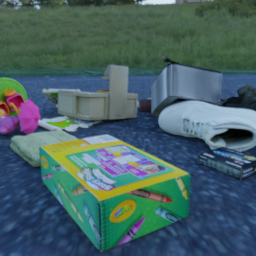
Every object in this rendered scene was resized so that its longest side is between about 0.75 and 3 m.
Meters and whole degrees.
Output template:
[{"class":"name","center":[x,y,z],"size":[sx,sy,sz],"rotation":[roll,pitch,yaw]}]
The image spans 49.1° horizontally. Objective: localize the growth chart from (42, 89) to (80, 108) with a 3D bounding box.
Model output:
[{"class":"growth chart","center":[-2.684,-1.241,11.963],"size":[1.657,0.203,2.289],"rotation":[-3,-12,-2]}]

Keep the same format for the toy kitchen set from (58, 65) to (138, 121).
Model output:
[{"class":"toy kitchen set","center":[-1.117,-1.388,10.643],"size":[2.324,1.896,2.097],"rotation":[-5,12,-43]}]

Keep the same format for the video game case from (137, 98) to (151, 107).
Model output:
[{"class":"video game case","center":[1.588,-1.185,13.573],"size":[1.894,0.238,2.081],"rotation":[11,19,35]}]

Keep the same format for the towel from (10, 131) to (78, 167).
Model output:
[{"class":"towel","center":[-2.036,0.432,7.084],"size":[1.525,0.375,2.056],"rotation":[-11,18,-34]}]

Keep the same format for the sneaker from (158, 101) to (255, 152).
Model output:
[{"class":"sneaker","center":[2.042,-0.059,7.618],"size":[2.934,1.081,1.695],"rotation":[2,17,25]}]

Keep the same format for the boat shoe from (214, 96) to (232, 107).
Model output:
[{"class":"boat shoe","center":[3.659,-0.633,10.006],"size":[1.049,0.945,2.967],"rotation":[-12,19,-37]}]

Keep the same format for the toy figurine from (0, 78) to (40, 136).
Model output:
[{"class":"toy figurine","center":[-3.729,-0.387,8.674],"size":[2.238,1.680,2.060],"rotation":[-36,42,-29]}]

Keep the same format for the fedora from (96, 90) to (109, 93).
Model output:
[{"class":"fedora","center":[-0.819,-1.564,14.111],"size":[1.679,0.685,1.679],"rotation":[-1,13,0]}]

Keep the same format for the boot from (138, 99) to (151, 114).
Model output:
[{"class":"boot","center":[1.084,-1.126,11.542],"size":[1.274,0.554,1.532],"rotation":[8,47,-1]}]

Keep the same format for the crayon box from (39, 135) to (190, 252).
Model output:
[{"class":"crayon box","center":[-0.393,0.843,4.758],"size":[1.514,0.743,2.549],"rotation":[-9,17,-31]}]

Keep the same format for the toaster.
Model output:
[{"class":"toaster","center":[1.780,-1.171,9.306],"size":[2.120,1.258,1.917],"rotation":[8,-21,-13]}]

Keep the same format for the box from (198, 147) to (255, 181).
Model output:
[{"class":"box","center":[2.249,0.741,6.120],"size":[0.892,0.258,1.122],"rotation":[-10,18,-33]}]

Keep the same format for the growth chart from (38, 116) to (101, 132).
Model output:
[{"class":"growth chart","center":[-1.981,-0.297,10.194],"size":[1.997,0.245,2.760],"rotation":[12,19,35]}]

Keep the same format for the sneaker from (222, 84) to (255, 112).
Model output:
[{"class":"sneaker","center":[4.051,-0.458,8.269],"size":[2.647,1.516,1.012],"rotation":[12,20,37]}]
